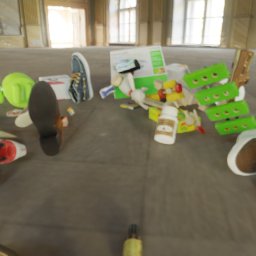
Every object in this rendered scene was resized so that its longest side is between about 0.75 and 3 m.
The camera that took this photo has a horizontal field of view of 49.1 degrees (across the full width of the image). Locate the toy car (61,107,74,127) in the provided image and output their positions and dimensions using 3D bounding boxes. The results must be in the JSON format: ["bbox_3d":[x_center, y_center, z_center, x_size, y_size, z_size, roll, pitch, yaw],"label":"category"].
[{"bbox_3d":[-2.314,-0.422,10.834,0.546,0.370,1.113,-22,23,42],"label":"toy car"}]

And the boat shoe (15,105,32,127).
[{"bbox_3d":[-3.093,-0.485,8.822,0.454,1.265,0.376,34,31,-34],"label":"boat shoe"}]

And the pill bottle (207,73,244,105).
[{"bbox_3d":[4.712,-1.982,13.830,1.437,1.437,2.706,3,21,8],"label":"pill bottle"}]

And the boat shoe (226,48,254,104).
[{"bbox_3d":[3.268,-1.495,8.160,0.577,1.696,0.610,12,-2,17],"label":"boat shoe"}]

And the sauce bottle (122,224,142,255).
[{"bbox_3d":[0.076,2.025,4.745,0.319,0.319,0.985,2,22,4],"label":"sauce bottle"}]

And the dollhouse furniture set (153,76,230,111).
[{"bbox_3d":[2.523,-1.768,9.677,2.478,1.210,2.113,29,41,20],"label":"dollhouse furniture set"}]

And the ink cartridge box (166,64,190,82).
[{"bbox_3d":[2.472,-2.635,14.965,0.565,1.828,2.254,-47,39,-12],"label":"ink cartridge box"}]

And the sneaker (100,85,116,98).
[{"bbox_3d":[-0.761,-1.498,11.058,0.444,0.311,0.769,-18,20,37],"label":"sneaker"}]

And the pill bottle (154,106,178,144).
[{"bbox_3d":[1.253,-0.095,8.981,0.635,1.110,0.635,12,-15,3],"label":"pill bottle"}]

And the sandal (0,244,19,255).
[{"bbox_3d":[-1.353,2.244,3.635,2.521,1.030,0.688,20,49,28],"label":"sandal"}]

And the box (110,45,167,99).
[{"bbox_3d":[0.451,-2.504,12.522,2.365,1.143,2.087,-6,51,3],"label":"box"}]

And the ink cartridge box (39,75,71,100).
[{"bbox_3d":[-3.772,-2.208,15.151,1.605,0.922,2.211,-11,23,-27],"label":"ink cartridge box"}]

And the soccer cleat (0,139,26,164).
[{"bbox_3d":[-4.043,0.679,7.806,2.388,0.820,1.017,-4,-3,10],"label":"soccer cleat"}]

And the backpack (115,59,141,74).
[{"bbox_3d":[-0.039,-2.353,10.716,0.880,0.677,0.718,-28,3,13],"label":"backpack"}]

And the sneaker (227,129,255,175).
[{"bbox_3d":[3.446,0.649,7.979,2.654,0.966,1.124,-22,1,-36],"label":"sneaker"}]

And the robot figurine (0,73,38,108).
[{"bbox_3d":[-5.211,-1.846,13.460,2.219,1.463,2.530,-12,23,-28],"label":"robot figurine"}]

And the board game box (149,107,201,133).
[{"bbox_3d":[1.767,-0.402,10.979,1.019,0.477,2.005,-10,23,-25],"label":"board game box"}]

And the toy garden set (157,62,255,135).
[{"bbox_3d":[2.296,-0.741,8.251,2.090,2.508,0.500,-14,42,38],"label":"toy garden set"}]

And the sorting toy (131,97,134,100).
[{"bbox_3d":[0.487,-1.688,13.720,0.721,0.801,0.428,-23,52,-20],"label":"sorting toy"}]

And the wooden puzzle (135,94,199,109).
[{"bbox_3d":[2.031,-1.378,12.497,2.676,0.539,2.893,-10,13,-22],"label":"wooden puzzle"}]

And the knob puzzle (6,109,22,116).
[{"bbox_3d":[-4.938,-0.673,12.218,0.903,0.125,0.903,0,21,0],"label":"knob puzzle"}]

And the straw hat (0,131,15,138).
[{"bbox_3d":[-4.639,-0.146,8.629,2.250,0.952,2.250,-2,-2,0],"label":"straw hat"}]

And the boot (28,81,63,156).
[{"bbox_3d":[-2.395,-0.620,8.887,0.830,2.283,2.425,-12,25,-2],"label":"boot"}]

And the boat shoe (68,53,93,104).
[{"bbox_3d":[-2.363,-2.289,13.076,0.815,2.304,1.046,1,23,37],"label":"boat shoe"}]

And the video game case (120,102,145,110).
[{"bbox_3d":[0.224,-1.067,13.280,0.802,0.113,0.887,17,25,38],"label":"video game case"}]

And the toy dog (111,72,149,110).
[{"bbox_3d":[0.221,-1.651,10.780,1.955,0.942,1.289,39,2,35],"label":"toy dog"}]
